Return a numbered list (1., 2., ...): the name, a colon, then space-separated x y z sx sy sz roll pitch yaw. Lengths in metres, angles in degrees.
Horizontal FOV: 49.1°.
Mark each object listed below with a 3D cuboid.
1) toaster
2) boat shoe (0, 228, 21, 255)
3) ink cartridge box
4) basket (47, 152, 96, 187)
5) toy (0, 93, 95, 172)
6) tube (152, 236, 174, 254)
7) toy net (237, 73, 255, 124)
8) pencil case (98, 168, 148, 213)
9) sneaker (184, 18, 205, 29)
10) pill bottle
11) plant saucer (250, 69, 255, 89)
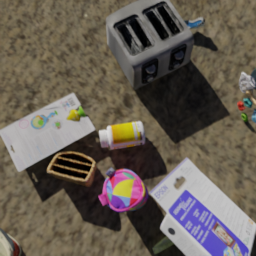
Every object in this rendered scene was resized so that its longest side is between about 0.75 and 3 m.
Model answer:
1. toaster: 0.620 -2.851 9.063 2.229 1.462 2.465 -27 76 -8
2. boat shoe: -4.020 3.009 7.820 2.241 0.701 0.798 32 78 10
3. ink cartridge box: 1.921 2.244 7.166 2.701 2.676 0.586 46 121 14
4. basket: -1.585 1.128 8.206 1.237 0.922 0.883 14 71 7
5. toy: -2.445 0.143 8.683 2.531 0.598 1.458 -30 74 -8
6. tube: 1.248 3.126 7.933 1.291 0.335 0.375 -30 96 -11
7. toy net: 3.659 -0.903 8.414 0.348 0.944 1.800 -28 115 -8
8. pencil case: -0.027 1.661 7.206 1.043 2.360 1.043 -2 73 8
9. sneaker: 2.236 -3.565 9.792 0.905 0.392 0.339 -1 84 18
10. pill bottle: -0.189 0.247 8.494 1.321 0.722 0.722 -9 74 -5
11. plant saucer: 4.467 -1.635 9.093 0.936 0.936 0.180 31 48 8
